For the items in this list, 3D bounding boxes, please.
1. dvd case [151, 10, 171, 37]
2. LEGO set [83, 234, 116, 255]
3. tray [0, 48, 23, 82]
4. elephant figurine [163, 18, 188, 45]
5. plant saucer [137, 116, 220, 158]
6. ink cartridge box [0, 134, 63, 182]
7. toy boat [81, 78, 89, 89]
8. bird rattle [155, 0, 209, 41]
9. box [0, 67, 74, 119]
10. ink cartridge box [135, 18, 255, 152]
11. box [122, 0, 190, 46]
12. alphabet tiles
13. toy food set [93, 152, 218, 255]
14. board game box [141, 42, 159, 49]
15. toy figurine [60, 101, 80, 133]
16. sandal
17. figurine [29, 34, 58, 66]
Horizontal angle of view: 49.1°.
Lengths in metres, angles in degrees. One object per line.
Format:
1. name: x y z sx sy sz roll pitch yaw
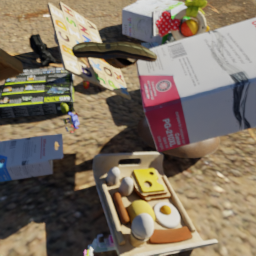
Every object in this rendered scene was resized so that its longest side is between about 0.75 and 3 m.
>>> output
1. dvd case: 1.305 -4.082 10.871 0.095 0.887 1.193 19 33 38
2. LEGO set: -0.337 3.126 5.156 1.156 0.935 2.513 -14 43 -17
3. tray: -3.822 -1.794 7.193 1.102 2.234 0.414 -17 77 8
4. elephant figurine: 2.370 -4.426 13.657 1.303 1.680 1.188 26 8 -24
5. plant saucer: 1.596 -0.039 8.714 2.594 0.474 2.594 6 33 -4
6. ink cartridge box: -2.751 0.824 7.985 1.850 0.617 1.071 -7 42 -8
7. toy boat: -1.164 -1.968 11.110 1.372 0.638 1.153 -15 44 -17
8. bird rattle: 1.383 -2.581 6.894 1.313 0.740 1.070 -33 90 6
9. box: -3.348 -1.401 10.520 2.571 0.611 2.483 -6 44 -7
10. ink cartridge box: 1.617 -0.889 5.311 2.721 1.147 1.969 -15 41 8
11. box: 1.492 -5.759 14.784 2.546 1.395 2.885 26 48 27
12. alphabet tiles: -1.091 -2.241 7.814 2.388 0.108 2.856 18 45 -49
13. toy food set: 0.486 1.616 6.524 2.033 0.856 2.833 0 38 -24
14. board game box: 1.089 -3.905 13.577 0.801 0.257 0.591 -6 41 -9
15. toy figurine: -1.297 -0.253 6.729 0.408 0.774 0.463 -23 19 -36
16. sandal: -0.251 -1.293 5.146 1.548 0.422 0.632 0 34 -4
17. figurine: -3.372 -3.636 12.988 1.955 0.841 1.907 -19 53 -21
